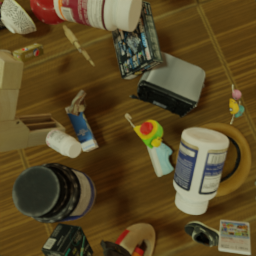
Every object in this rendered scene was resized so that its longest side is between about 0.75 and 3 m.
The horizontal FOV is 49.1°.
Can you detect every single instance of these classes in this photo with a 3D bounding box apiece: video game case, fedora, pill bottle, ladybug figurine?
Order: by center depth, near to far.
[{"bbox_3d":[2.547,2.597,6.712,0.681,0.951,0.086,-1,114,22],"label":"video game case"},{"bbox_3d":[-1.630,0.407,7.124,0.882,0.500,0.500,24,84,35],"label":"pill bottle"},{"bbox_3d":[1.934,1.217,7.786,1.234,1.234,2.222,7,109,1],"label":"pill bottle"},{"bbox_3d":[-0.822,-3.471,7.857,2.203,1.258,1.258,17,84,13],"label":"pill bottle"},{"bbox_3d":[-2.006,1.876,8.057,1.605,2.870,1.605,-2,74,9],"label":"pill bottle"},{"bbox_3d":[-0.019,4.458,9.653,0.933,1.760,2.593,10,54,42],"label":"ladybug figurine"},{"bbox_3d":[3.025,1.134,10.196,2.706,1.104,2.706,0,86,2],"label":"fedora"}]

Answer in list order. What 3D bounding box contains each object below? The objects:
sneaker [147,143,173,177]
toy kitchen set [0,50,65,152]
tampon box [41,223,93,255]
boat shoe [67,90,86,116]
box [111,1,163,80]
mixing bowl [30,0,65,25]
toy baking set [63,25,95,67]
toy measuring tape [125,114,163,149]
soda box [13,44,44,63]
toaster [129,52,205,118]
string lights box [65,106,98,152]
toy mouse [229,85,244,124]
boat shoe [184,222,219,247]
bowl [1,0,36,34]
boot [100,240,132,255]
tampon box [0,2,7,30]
[{"bbox_3d":[1.183,0.782,10.482,0.805,0.727,1.966,-16,94,-8],"label":"sneaker"},{"bbox_3d":[-3.039,-0.951,7.824,1.951,2.157,2.391,34,118,34],"label":"toy kitchen set"},{"bbox_3d":[-1.539,3.211,7.282,0.715,0.848,1.132,-1,123,26],"label":"tampon box"},{"bbox_3d":[-1.543,-0.766,8.947,0.452,1.259,0.477,34,58,-8],"label":"boat shoe"},{"bbox_3d":[0.219,-2.728,8.925,0.451,1.558,1.960,-6,80,-41],"label":"box"},{"bbox_3d":[-3.020,-4.924,10.730,1.676,0.908,1.676,-1,97,-4],"label":"mixing bowl"},{"bbox_3d":[-1.507,-2.435,8.341,0.192,1.268,1.652,-35,67,0],"label":"toy baking set"},{"bbox_3d":[0.481,-0.057,7.704,0.652,1.772,0.652,-13,125,-18],"label":"toy measuring tape"},{"bbox_3d":[-3.268,-2.461,9.227,0.324,1.013,0.343,19,128,25],"label":"soda box"},{"bbox_3d":[1.378,-1.484,9.995,2.314,2.092,1.373,23,81,2],"label":"toaster"},{"bbox_3d":[-1.716,0.020,10.416,0.503,0.877,1.708,-24,85,-2],"label":"string lights box"},{"bbox_3d":[2.900,-0.646,7.382,0.194,0.890,1.002,-2,96,38],"label":"toy mouse"},{"bbox_3d":[2.077,3.100,8.183,0.479,1.416,0.508,-13,92,-27],"label":"boat shoe"},{"bbox_3d":[-4.245,-4.025,10.466,1.494,1.494,0.701,40,77,4],"label":"bowl"},{"bbox_3d":[0.037,3.786,7.603,1.919,1.671,0.664,35,86,2],"label":"boot"},{"bbox_3d":[-5.786,-4.317,10.592,1.844,1.382,1.164,-22,85,-2],"label":"tampon box"}]
